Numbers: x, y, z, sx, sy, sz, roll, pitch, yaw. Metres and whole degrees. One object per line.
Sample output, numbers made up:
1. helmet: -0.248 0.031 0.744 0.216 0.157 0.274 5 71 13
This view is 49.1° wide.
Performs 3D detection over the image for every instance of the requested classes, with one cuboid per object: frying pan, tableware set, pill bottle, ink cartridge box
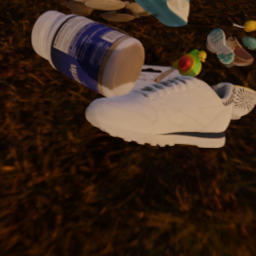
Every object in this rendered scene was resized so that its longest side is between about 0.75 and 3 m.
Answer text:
1. frying pan: -0.481 -2.808 8.562 1.399 0.376 2.313 19 9 24
2. tableware set: -0.474 -3.467 8.146 2.730 0.317 2.280 -10 16 -41
3. pill bottle: -0.964 -1.747 6.449 2.416 1.398 1.398 30 55 21
4. ink cartridge box: 0.628 -1.065 9.535 2.389 0.839 2.940 6 40 5

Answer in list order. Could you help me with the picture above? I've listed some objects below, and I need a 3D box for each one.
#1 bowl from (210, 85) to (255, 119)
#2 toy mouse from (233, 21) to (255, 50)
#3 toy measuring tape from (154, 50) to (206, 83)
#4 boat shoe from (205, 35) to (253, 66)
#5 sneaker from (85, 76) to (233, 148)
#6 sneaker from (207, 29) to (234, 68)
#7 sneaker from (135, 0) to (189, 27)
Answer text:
1. bowl: 2.014 -0.450 5.518 1.002 1.002 0.470 12 83 11
2. toy mouse: 3.378 -2.346 7.267 1.085 0.210 0.965 -11 86 -7
3. toy measuring tape: 0.987 -1.052 5.367 0.443 1.205 0.443 25 50 -34
4. boat shoe: 4.071 -3.243 11.325 0.828 0.785 2.187 -33 56 -26
5. sneaker: 0.593 -0.339 4.409 2.649 1.066 1.012 1 22 -34
6. sneaker: 2.930 -2.462 8.803 0.558 0.656 1.437 -23 61 23
7. sneaker: 0.837 -3.430 7.054 0.874 2.285 0.923 7 86 34
